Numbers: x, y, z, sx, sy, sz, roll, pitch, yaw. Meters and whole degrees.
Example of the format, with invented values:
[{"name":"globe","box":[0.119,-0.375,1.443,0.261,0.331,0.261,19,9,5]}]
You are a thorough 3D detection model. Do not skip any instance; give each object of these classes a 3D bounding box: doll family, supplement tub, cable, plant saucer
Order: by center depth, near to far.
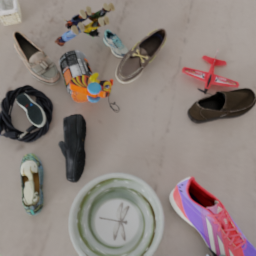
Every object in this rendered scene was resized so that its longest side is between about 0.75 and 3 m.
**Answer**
[{"name":"plant saucer","box":[-0.316,2.602,7.854,2.617,0.657,2.617,0,63,0]},{"name":"cable","box":[-3.432,-0.566,9.507,1.750,0.545,2.145,3,63,1]},{"name":"supplement tub","box":[-1.759,-1.795,9.847,1.029,1.029,1.680,-17,66,-8]},{"name":"doll family","box":[-1.654,-3.731,10.244,2.600,1.503,1.020,-27,108,-38]}]

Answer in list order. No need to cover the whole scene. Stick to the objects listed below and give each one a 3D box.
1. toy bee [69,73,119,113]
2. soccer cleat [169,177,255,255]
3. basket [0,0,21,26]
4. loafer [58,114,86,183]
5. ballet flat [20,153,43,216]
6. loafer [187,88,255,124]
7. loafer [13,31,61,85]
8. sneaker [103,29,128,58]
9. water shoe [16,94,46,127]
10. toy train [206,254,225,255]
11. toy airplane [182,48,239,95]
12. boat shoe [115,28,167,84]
[{"name":"toy bee","box":[-0.934,-1.242,9.016,1.755,1.149,0.954,38,58,-12]},{"name":"soccer cleat","box":[2.413,2.591,7.515,1.013,1.087,2.969,-30,65,-37]},{"name":"basket","box":[-4.931,-4.932,11.567,0.831,0.757,1.226,-13,63,-6]},{"name":"loafer","box":[-1.788,0.621,8.836,0.802,0.775,2.284,-7,63,9]},{"name":"ballet flat","box":[-2.897,1.572,8.367,0.737,0.737,1.985,-15,64,-7]},{"name":"loafer","box":[3.267,-0.803,9.423,2.500,0.892,0.912,-19,65,-9]},{"name":"loafer","box":[-3.497,-2.614,10.378,0.916,0.801,2.549,-39,70,-18]},{"name":"sneaker","box":[-0.499,-3.256,10.811,0.543,0.604,1.400,-39,70,-18]},{"name":"water shoe","box":[-3.161,-0.579,9.460,0.540,0.596,1.511,-41,68,-2]},{"name":"toy train","box":[2.532,3.905,6.938,1.670,0.712,0.952,36,49,0]},{"name":"toy airplane","box":[3.036,-2.062,10.337,2.118,0.390,2.118,0,63,0]},{"name":"boat shoe","box":[0.506,-2.708,10.354,0.942,0.780,2.621,43,70,-2]}]
